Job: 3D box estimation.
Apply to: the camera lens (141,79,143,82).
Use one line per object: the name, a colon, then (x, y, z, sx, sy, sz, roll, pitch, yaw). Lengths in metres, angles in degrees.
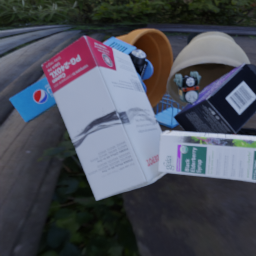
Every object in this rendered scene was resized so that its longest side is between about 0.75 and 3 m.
camera lens: (0.155, -2.126, 10.450, 0.754, 0.754, 0.943, -8, 42, -16)

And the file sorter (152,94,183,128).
file sorter: (2.038, -0.919, 12.898, 1.220, 1.079, 1.759, 23, 34, 36)

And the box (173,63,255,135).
box: (2.210, -0.502, 6.900, 1.414, 0.997, 1.911, -41, 2, -18)

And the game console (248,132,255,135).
game console: (5.208, 0.451, 11.237, 0.729, 0.149, 1.236, -5, 28, -9)

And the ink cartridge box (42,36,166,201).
ink cartridge box: (-0.288, -0.184, 6.096, 1.232, 2.955, 2.146, -25, -7, 21)

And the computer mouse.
computer mouse: (3.488, -0.640, 7.899, 1.485, 2.115, 0.487, 18, 17, 5)

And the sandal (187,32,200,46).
sandal: (2.805, -2.847, 11.811, 0.873, 2.324, 0.556, -8, 3, 43)

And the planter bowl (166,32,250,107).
planter bowl: (2.808, -2.040, 9.620, 2.784, 2.784, 1.874, 5, 64, 11)

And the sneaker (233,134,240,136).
sneaker: (4.253, 0.188, 11.530, 0.470, 0.451, 1.198, -19, 23, -20)

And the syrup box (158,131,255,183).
syrup box: (1.423, 0.463, 4.883, 1.711, 0.674, 0.697, 4, 7, 17)

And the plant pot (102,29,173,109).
plant pot: (0.055, -2.209, 10.301, 1.972, 2.818, 2.818, 22, 34, 39)

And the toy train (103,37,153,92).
toy train: (-0.339, -1.199, 8.332, 1.582, 2.770, 1.201, 29, 43, 10)

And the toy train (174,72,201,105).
toy train: (1.112, -0.739, 5.211, 0.421, 0.563, 0.987, -9, 10, 5)

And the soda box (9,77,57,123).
soda box: (-2.155, -1.098, 8.111, 2.308, 0.783, 0.740, -35, 8, -12)
